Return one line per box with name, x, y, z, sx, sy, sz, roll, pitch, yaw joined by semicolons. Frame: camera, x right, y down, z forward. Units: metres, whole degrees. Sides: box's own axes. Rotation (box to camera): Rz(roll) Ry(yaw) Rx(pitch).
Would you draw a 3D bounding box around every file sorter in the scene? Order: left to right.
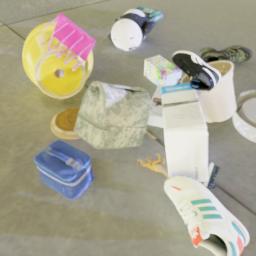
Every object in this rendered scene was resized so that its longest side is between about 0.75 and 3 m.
file sorter;-1.898;-2.582;8.615;1.346;0.935;0.844;38;53;-5

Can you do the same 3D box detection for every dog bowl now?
dog bowl;4.953;-0.353;9.973;2.522;0.739;2.522;0;42;0

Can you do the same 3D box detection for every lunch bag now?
lunch bag;-1.869;1.093;8.069;1.652;1.093;1.122;23;46;23
lunch bag;-0.379;-0.446;8.593;2.148;1.801;1.496;2;23;-43

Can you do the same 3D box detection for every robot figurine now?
robot figurine;0.166;-5.130;14.714;1.673;2.014;2.681;36;44;-8

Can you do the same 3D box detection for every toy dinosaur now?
toy dinosaur;0.896;1.185;8.499;1.266;0.382;0.672;24;80;24

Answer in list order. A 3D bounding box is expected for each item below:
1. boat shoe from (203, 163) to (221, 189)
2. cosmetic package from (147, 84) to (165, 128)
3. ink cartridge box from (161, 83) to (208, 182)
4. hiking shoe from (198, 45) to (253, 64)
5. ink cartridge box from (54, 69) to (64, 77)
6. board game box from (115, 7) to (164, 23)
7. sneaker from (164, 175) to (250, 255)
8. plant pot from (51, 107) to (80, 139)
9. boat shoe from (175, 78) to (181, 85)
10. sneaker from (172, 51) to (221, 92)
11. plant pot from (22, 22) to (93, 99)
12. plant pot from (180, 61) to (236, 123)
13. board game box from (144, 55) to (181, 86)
boat shoe;2.312;1.516;7.787;0.345;0.389;1.040;20;72;7
cosmetic package;1.644;-0.805;10.636;1.570;0.538;2.082;14;44;13
ink cartridge box;1.583;0.073;8.131;1.068;1.849;2.533;-5;32;9
hiking shoe;4.582;-3.163;13.169;2.454;0.929;1.236;-1;50;12
ink cartridge box;-3.157;-3.279;12.504;1.006;1.734;2.350;13;46;15
board game box;0.751;-6.906;17.621;1.910;0.398;2.823;24;47;25
sneaker;1.690;2.135;6.654;2.379;0.837;1.112;42;39;19
plant pot;-1.973;-0.255;10.249;1.727;0.237;1.727;-1;41;0
boat shoe;2.025;-1.711;10.649;1.182;0.401;0.424;-28;30;8
sneaker;1.721;-1.538;7.610;1.495;0.546;0.836;33;50;16
plant pot;-2.586;-2.387;10.474;2.695;2.695;2.535;-10;30;-11
plant pot;2.895;-1.145;9.596;1.774;1.624;1.774;-22;26;11
board game box;1.469;-2.389;12.195;0.822;0.837;1.597;-21;45;-22
